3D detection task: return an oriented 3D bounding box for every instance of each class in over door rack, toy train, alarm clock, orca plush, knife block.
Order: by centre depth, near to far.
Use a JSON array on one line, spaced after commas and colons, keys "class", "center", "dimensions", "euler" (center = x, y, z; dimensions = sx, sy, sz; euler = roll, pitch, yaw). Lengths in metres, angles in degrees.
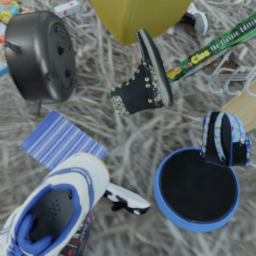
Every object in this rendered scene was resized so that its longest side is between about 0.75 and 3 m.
[{"class": "alarm clock", "center": [-1.682, -1.613, 6.082], "dimensions": [0.926, 1.876, 2.781], "euler": [-6, 37, 6]}, {"class": "over door rack", "center": [3.180, -1.958, 6.794], "dimensions": [0.891, 1.977, 2.676], "euler": [25, 94, -14]}, {"class": "orca plush", "center": [-0.371, 1.903, 7.313], "dimensions": [1.814, 0.954, 0.645], "euler": [22, 96, -1]}, {"class": "knife block", "center": [4.037, -1.072, 8.010], "dimensions": [2.824, 2.479, 0.904], "euler": [-24, 61, -13]}, {"class": "toy train", "center": [-4.533, -4.072, 10.533], "dimensions": [2.965, 0.825, 2.227], "euler": [39, 55, 20]}]

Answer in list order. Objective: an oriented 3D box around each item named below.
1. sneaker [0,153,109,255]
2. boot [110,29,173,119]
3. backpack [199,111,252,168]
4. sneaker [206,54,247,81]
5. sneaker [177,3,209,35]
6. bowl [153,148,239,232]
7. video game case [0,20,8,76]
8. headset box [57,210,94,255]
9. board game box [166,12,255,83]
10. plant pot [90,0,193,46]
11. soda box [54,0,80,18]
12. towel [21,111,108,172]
[{"class": "sneaker", "center": [-1.477, 1.613, 4.283], "dimensions": [1.096, 1.283, 2.911], "euler": [35, 101, 4]}, {"class": "boot", "center": [0.124, -1.010, 5.538], "dimensions": [1.186, 0.567, 1.570], "euler": [-18, 96, 21]}, {"class": "backpack", "center": [2.134, 0.214, 6.189], "dimensions": [0.800, 1.085, 1.189], "euler": [-2, 93, -20]}, {"class": "sneaker", "center": [3.369, -2.197, 9.739], "dimensions": [1.736, 0.656, 0.611], "euler": [26, 63, 15]}, {"class": "sneaker", "center": [2.147, -4.263, 10.823], "dimensions": [1.247, 0.863, 2.065], "euler": [-14, 52, -14]}, {"class": "bowl", "center": [1.860, 1.589, 7.609], "dimensions": [2.324, 0.456, 2.324], "euler": [0, 60, 0]}, {"class": "video game case", "center": [-4.913, -3.010, 10.474], "dimensions": [1.770, 0.220, 2.473], "euler": [-40, 66, -20]}, {"class": "headset box", "center": [-1.301, 2.530, 6.631], "dimensions": [0.589, 1.167, 1.570], "euler": [14, 60, 7]}, {"class": "board game box", "center": [2.189, -1.857, 6.151], "dimensions": [1.436, 2.741, 0.322], "euler": [-21, 83, -56]}, {"class": "plant pot", "center": [0.263, -3.586, 7.306], "dimensions": [2.321, 2.390, 2.337], "euler": [-24, 63, -27]}, {"class": "soda box", "center": [-2.505, -4.892, 11.537], "dimensions": [1.005, 0.320, 0.342], "euler": [-28, 63, -16]}, {"class": "towel", "center": [-1.419, 0.464, 6.335], "dimensions": [1.626, 0.194, 1.177], "euler": [37, 66, 2]}]
